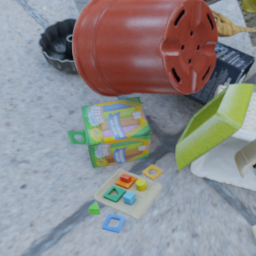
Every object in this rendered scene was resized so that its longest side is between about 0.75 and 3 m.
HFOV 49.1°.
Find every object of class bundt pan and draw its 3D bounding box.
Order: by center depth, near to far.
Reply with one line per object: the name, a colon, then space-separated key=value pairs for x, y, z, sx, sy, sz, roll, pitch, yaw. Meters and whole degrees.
bundt pan: x=-1.956 y=-2.878 z=10.109 sx=2.385 sy=0.895 sz=2.385 roll=0 pitch=56 yaw=0

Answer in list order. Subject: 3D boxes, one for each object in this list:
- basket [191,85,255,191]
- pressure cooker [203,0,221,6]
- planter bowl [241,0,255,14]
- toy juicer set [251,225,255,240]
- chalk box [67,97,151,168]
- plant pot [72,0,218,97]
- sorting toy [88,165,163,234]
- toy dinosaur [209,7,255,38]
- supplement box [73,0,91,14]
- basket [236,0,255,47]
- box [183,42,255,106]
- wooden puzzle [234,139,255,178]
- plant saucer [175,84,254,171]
basket: x=2.930 y=0.309 z=7.301 sx=2.118 sy=2.099 sz=1.704 roll=14 pitch=53 yaw=10
pressure cooker: x=1.616 y=-3.965 z=7.018 sx=2.270 sy=1.996 sz=2.027 roll=-28 pitch=78 yaw=-18
planter bowl: x=3.400 y=-3.443 z=6.974 sx=0.495 sy=1.187 sz=1.187 roll=0 pitch=55 yaw=-15
toy juicer set: x=3.929 y=2.440 z=6.719 sx=2.328 sy=0.633 sz=1.481 roll=-25 pitch=60 yaw=-15
chalk box: x=-0.574 y=0.183 z=7.812 sx=2.139 sy=1.331 sz=1.324 roll=-12 pitch=57 yaw=-6
plant pot: x=0.481 y=-1.800 z=6.321 sx=2.449 sy=2.519 sz=2.519 roll=16 pitch=53 yaw=44
sorting toy: x=0.001 y=1.098 z=5.008 sx=0.954 sy=0.231 sz=1.694 roll=17 pitch=39 yaw=31
toy dinosaur: x=2.465 y=-2.470 z=6.979 sx=2.351 sy=0.710 sz=1.248 roll=-13 pitch=45 yaw=-34
supplement box: x=-0.412 y=-5.069 z=10.967 sx=1.508 sy=1.540 sz=2.980 roll=25 pitch=59 yaw=39
basket: x=4.697 y=-3.588 z=7.789 sx=2.231 sy=2.211 sz=1.794 roll=-18 pitch=93 yaw=-15
box: x=2.232 y=-1.918 z=8.752 sx=2.668 sy=1.428 sz=1.980 roll=30 pitch=36 yaw=18
wooden puzzle: x=2.511 y=0.250 z=4.926 sx=0.276 sy=1.370 sz=1.481 roll=46 pitch=106 yaw=8
plant saucer: x=1.505 y=-0.114 z=5.174 sx=0.373 sy=1.556 sz=1.554 roll=42 pitch=44 yaw=-2
